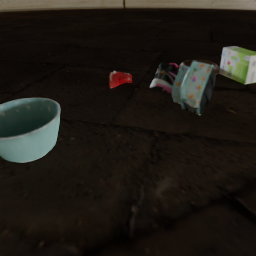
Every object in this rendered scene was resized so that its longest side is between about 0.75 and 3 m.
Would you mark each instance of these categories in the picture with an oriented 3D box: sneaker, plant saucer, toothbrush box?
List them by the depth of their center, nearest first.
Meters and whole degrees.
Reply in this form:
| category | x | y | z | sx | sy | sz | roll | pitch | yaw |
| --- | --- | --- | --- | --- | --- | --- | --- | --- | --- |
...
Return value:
| category | x | y | z | sx | sy | sz | roll | pitch | yaw |
| --- | --- | --- | --- | --- | --- | --- | --- | --- | --- |
| sneaker | 1.578 | -1.737 | 9.900 | 0.968 | 1.040 | 2.409 | 18 | 10 | 17 |
| sneaker | -0.280 | -2.028 | 11.547 | 0.851 | 0.577 | 1.473 | 2 | 30 | 7 |
| toothbrush box | 4.867 | -2.761 | 12.205 | 0.718 | 1.215 | 1.669 | -11 | 31 | -19 |
| plant saucer | 3.431 | -2.958 | 13.545 | 2.009 | 0.322 | 2.009 | -1 | 29 | 0 |

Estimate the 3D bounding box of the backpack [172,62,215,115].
| category | x | y | z | sx | sy | sz | roll | pitch | yaw |
| --- | --- | --- | --- | --- | --- | --- | --- | --- | --- |
| backpack | 1.997 | -1.265 | 8.455 | 1.178 | 1.351 | 1.537 | 23 | -8 | 11 |

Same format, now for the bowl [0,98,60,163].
| category | x | y | z | sx | sy | sz | roll | pitch | yaw |
| --- | --- | --- | --- | --- | --- | --- | --- | --- | --- |
| bowl | -2.567 | 0.125 | 6.941 | 1.954 | 1.022 | 1.954 | -3 | 32 | 2 |
